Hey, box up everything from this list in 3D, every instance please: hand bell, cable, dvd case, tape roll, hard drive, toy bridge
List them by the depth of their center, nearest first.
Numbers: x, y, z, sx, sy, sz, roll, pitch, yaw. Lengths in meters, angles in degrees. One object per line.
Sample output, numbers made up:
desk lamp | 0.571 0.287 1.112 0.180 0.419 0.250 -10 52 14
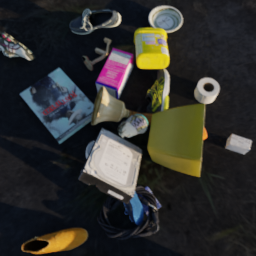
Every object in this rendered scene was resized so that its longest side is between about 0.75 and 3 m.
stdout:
hard drive | -0.492 1.190 9.604 1.792 0.485 2.565 30 30 -7
cable | -0.023 2.946 9.814 2.147 0.545 1.752 -6 70 -1
hand bell | 0.146 -0.492 10.940 2.892 1.506 1.506 15 66 -17
dvd case | -2.842 -0.997 11.609 2.101 0.317 2.878 -38 72 -15
tape roll | 3.271 -1.538 11.687 0.906 0.622 0.906 0 67 0
toy bridge | -1.229 -3.416 12.663 0.553 0.224 1.644 27 69 20

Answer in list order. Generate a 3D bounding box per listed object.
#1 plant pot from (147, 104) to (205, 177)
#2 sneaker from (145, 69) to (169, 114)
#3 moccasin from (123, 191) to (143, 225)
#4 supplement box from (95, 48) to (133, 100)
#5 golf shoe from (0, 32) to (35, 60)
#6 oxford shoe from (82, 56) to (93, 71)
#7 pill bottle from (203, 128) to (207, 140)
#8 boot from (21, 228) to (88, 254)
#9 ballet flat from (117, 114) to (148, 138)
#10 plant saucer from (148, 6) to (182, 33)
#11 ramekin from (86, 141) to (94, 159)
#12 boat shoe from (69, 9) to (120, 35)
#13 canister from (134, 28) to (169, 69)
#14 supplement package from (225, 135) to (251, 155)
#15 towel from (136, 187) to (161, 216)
plant pot | 1.763 0.441 10.189 1.835 2.080 2.080 4 67 14
sneaker | 1.201 -1.511 11.569 0.933 0.821 2.206 3 67 1
moccasin | 0.125 2.670 9.789 0.601 0.509 1.494 -25 104 -45
supplement box | -0.539 -2.243 11.802 0.973 0.953 1.883 21 69 9
golf shoe | -5.022 -3.425 12.537 1.988 0.767 0.876 35 90 18
oxford shoe | -1.797 -2.800 12.187 0.265 0.281 0.751 -39 74 24
pill bottle | 2.009 0.470 10.542 1.840 0.977 0.977 -23 69 -10
boot | -2.316 3.700 9.051 1.904 1.363 0.670 -12 71 -5
ballet flat | 0.076 0.061 10.201 0.779 2.166 0.779 2 82 -16
plant saucer | 1.752 -5.055 13.298 1.608 0.404 1.608 0 67 1
ramekin | -1.149 0.945 10.691 0.991 0.520 0.991 0 67 0
boat shoe | -1.623 -4.804 12.630 2.526 0.781 0.946 3 93 21
canister | 0.989 -3.420 12.077 1.439 0.838 1.937 0 49 -1
supplement package | 4.231 0.644 10.778 0.752 0.585 0.417 19 69 8
towel | 0.700 2.659 10.191 0.633 0.104 0.874 -32 71 -12
